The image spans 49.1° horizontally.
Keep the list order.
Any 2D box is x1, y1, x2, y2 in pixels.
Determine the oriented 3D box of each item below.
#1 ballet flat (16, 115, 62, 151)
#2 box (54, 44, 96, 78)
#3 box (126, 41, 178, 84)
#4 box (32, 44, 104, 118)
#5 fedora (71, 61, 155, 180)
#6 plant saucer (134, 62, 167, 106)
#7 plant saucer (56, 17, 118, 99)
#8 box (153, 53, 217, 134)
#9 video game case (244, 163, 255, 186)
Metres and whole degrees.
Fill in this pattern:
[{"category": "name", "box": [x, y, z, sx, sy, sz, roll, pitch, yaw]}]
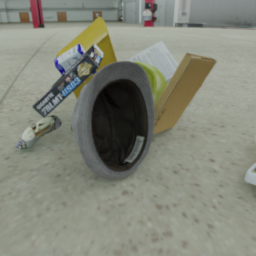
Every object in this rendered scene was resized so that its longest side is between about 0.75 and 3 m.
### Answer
[{"category": "ballet flat", "box": [-2.786, 0.076, 8.522, 1.567, 0.564, 0.564, -35, 37, -17]}, {"category": "box", "box": [-1.843, -2.174, 9.826, 1.098, 1.009, 0.576, -30, 40, 7]}, {"category": "box", "box": [1.035, -2.262, 11.898, 2.079, 1.091, 1.912, -28, 62, 6]}, {"category": "box", "box": [-1.726, -1.502, 8.531, 2.229, 0.554, 2.213, -40, 16, 15]}, {"category": "fedora", "box": [-0.534, -0.197, 7.263, 1.341, 2.971, 2.627, 10, 29, 42]}, {"category": "plant saucer", "box": [-0.055, -1.305, 9.641, 2.774, 0.431, 2.774, -8, 59, 13]}, {"category": "plant saucer", "box": [-1.333, -2.557, 11.281, 0.642, 2.652, 2.651, 25, 63, 32]}, {"category": "box", "box": [1.576, -0.979, 8.672, 0.288, 2.704, 2.210, 40, 28, 21]}, {"category": "video game case", "box": [4.543, 1.208, 6.892, 2.472, 0.318, 2.719, 20, 25, 35]}]
